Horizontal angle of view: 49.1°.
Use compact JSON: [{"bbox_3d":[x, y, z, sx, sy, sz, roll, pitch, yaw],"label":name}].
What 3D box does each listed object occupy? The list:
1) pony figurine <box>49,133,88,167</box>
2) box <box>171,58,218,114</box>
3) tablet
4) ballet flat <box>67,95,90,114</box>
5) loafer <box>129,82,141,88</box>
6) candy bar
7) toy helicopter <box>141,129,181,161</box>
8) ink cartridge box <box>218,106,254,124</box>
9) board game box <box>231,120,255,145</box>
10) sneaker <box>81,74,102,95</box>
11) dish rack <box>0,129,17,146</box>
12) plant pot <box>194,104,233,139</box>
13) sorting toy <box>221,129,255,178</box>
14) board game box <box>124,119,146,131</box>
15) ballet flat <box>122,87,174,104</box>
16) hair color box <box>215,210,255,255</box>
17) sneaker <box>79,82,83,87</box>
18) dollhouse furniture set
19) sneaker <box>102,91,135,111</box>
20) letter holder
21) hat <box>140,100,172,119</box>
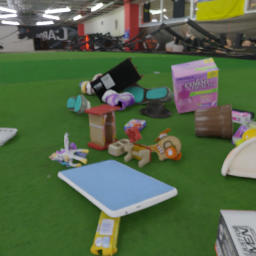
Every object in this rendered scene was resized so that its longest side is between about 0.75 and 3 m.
[{"bbox_3d":[-1.659,0.719,7.927,1.001,0.834,0.966,13,27,-9],"label":"pony figurine"},{"bbox_3d":[2.870,-1.773,12.089,1.734,1.971,0.953,-10,43,5],"label":"box"},{"bbox_3d":[-0.363,1.286,6.517,1.712,0.180,2.631,-9,14,-35],"label":"tablet"},{"bbox_3d":[-2.009,-0.996,12.000,0.744,0.787,2.336,12,2,-26],"label":"ballet flat"},{"bbox_3d":[0.336,-2.449,15.687,0.731,0.835,2.325,-35,42,12],"label":"loafer"},{"bbox_3d":[-0.353,1.768,5.566,0.483,0.214,1.935,1,20,4],"label":"candy bar"},{"bbox_3d":[0.894,0.533,8.265,1.342,0.887,0.529,-9,-16,28],"label":"toy helicopter"},{"bbox_3d":[4.234,-0.608,12.106,2.061,0.382,0.976,14,24,40],"label":"ink cartridge box"},{"bbox_3d":[4.540,0.227,9.816,1.288,0.347,2.146,16,25,29],"label":"board game box"},{"bbox_3d":[-1.678,-2.561,16.785,1.167,0.971,2.590,9,30,24],"label":"sneaker"},{"bbox_3d":[-4.462,0.323,9.598,0.974,0.247,1.135,3,20,5],"label":"dish rack"},{"bbox_3d":[2.962,-0.196,9.805,1.228,1.240,1.240,-3,18,14],"label":"plant pot"},{"bbox_3d":[3.796,0.707,7.653,2.375,1.269,2.138,5,1,15],"label":"sorting toy"},{"bbox_3d":[0.278,-0.089,10.838,0.578,0.192,0.859,8,21,20],"label":"board game box"},{"bbox_3d":[1.001,-1.559,14.145,2.789,0.940,0.888,4,-13,36],"label":"ballet flat"},{"bbox_3d":[2.849,1.977,4.002,2.809,0.860,1.426,2,20,3],"label":"hair color box"},{"bbox_3d":[-3.030,-2.890,18.463,0.306,0.369,0.772,-8,21,-22],"label":"sneaker"},{"bbox_3d":[-0.213,0.140,8.579,2.369,1.275,0.963,16,25,39],"label":"dollhouse furniture set"},{"bbox_3d":[-0.316,-1.179,13.201,1.933,0.778,0.855,0,43,-50],"label":"sneaker"},{"bbox_3d":[-0.532,-2.509,14.491,2.397,1.205,1.703,-30,9,16],"label":"letter holder"},{"bbox_3d":[1.271,-0.935,12.532,1.486,0.600,1.486,3,21,-1],"label":"hat"}]
